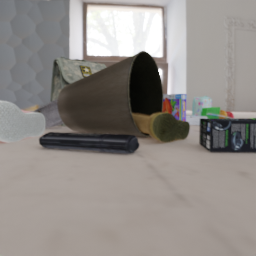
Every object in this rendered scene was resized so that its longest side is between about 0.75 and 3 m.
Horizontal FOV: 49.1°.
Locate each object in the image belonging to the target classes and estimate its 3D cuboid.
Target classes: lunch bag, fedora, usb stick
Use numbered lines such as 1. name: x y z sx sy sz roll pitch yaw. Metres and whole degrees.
1. lunch bag: -2.111 -1.635 12.652 2.453 2.991 1.758 -2 5 -37
2. lunch bag: 4.497 -1.219 17.054 0.702 1.462 1.823 4 7 34
3. fedora: -2.846 -0.453 10.638 1.650 0.745 1.460 -23 -5 16
4. usb stick: -0.785 0.278 5.413 2.015 0.329 0.559 2 11 22

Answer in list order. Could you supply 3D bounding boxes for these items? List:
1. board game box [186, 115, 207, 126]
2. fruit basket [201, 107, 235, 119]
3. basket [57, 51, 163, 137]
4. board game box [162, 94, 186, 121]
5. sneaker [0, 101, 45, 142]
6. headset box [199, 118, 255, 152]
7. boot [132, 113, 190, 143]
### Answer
1. board game box: 2.508 -0.380 13.139 1.471 0.403 2.331 -1 5 -10
2. fruit basket: 4.405 -0.462 13.197 1.826 0.856 1.691 15 4 -3
3. basket: -0.616 -0.846 8.625 2.829 2.551 1.924 -7 -26 33
4. board game box: 0.991 -0.490 9.302 1.835 1.234 0.411 2 5 33
5. sneaker: -3.173 -0.153 6.948 1.274 0.918 2.438 5 -2 10
6. headset box: 2.174 0.120 5.608 1.296 0.601 1.128 0 5 5
7. boot: 0.332 -0.090 7.270 2.024 0.669 1.773 11 -3 38
